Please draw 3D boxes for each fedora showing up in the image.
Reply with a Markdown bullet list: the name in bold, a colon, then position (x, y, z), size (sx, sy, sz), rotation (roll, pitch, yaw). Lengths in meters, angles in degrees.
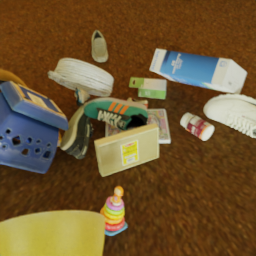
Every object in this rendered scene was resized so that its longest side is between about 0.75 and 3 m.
- **fedora**: position (-4.328, -0.735, 9.226), size (1.012, 2.482, 2.482), rotation (-13, 36, 35)

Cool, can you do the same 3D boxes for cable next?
- **cable**: position (-1.554, -1.714, 9.895), size (2.094, 2.094, 0.725), rotation (14, 85, 7)

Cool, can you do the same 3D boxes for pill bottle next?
- **pill bottle**: position (2.271, -0.059, 9.312), size (0.567, 0.567, 0.993), rotation (-32, 50, -27)

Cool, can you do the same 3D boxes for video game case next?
- **video game case**: position (0.299, -0.068, 9.606), size (2.109, 0.190, 1.510), rotation (-1, 46, -1)

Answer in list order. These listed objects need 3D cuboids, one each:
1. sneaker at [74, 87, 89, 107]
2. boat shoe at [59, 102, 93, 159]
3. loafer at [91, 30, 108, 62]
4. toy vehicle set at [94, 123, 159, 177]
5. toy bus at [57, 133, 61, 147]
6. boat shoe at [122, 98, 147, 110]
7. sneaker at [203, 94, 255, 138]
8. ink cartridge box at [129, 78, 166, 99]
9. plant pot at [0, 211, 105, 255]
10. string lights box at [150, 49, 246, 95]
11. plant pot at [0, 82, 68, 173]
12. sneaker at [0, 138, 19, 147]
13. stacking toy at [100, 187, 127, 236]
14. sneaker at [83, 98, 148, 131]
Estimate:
- **sneaker**: position (-1.567, -1.086, 9.791), size (0.485, 0.420, 1.120), rotation (10, 31, -22)
- **boat shoe**: position (-1.565, 0.037, 9.246), size (0.806, 0.856, 2.385), rotation (36, 32, -22)
- **loafer**: position (-1.349, -3.722, 12.763), size (0.719, 0.718, 2.058), rotation (-10, 47, -9)
- **toy vehicle set**: position (0.012, 0.645, 8.186), size (1.889, 1.174, 0.250), rotation (-16, 37, -18)
- **toy bus**: position (-2.539, 0.106, 9.240), size (0.462, 0.384, 1.181), rotation (-23, 48, -8)
- **boat shoe**: position (0.178, -0.894, 10.117), size (1.196, 0.374, 0.426), rotation (16, 27, 33)
- **sneaker**: position (3.882, -0.305, 9.243), size (2.766, 1.057, 1.113), rotation (10, 54, 15)
- **ink cartridge box**: position (0.754, -1.551, 10.854), size (1.400, 0.415, 0.727), rotation (6, 42, 4)
- **plant pot**: position (-1.518, 2.793, 5.582), size (2.318, 2.318, 1.645), rotation (-7, 60, -7)
- **string lights box**: position (2.421, -2.008, 10.011), size (2.970, 0.876, 1.526), rotation (23, 8, 40)
- **plant pot**: position (-2.936, -0.096, 7.842), size (1.745, 1.941, 1.941), rotation (-56, 44, 7)
- **sneaker**: position (-4.413, 0.689, 8.599), size (2.104, 1.118, 0.787), rotation (-4, 80, 30)
- **stacking toy**: position (-0.329, 1.921, 6.766), size (0.664, 1.210, 0.702), rotation (-11, 37, -41)
- **sneaker**: position (-0.355, -0.396, 9.086), size (2.166, 0.773, 0.866), rotation (3, 48, -14)
